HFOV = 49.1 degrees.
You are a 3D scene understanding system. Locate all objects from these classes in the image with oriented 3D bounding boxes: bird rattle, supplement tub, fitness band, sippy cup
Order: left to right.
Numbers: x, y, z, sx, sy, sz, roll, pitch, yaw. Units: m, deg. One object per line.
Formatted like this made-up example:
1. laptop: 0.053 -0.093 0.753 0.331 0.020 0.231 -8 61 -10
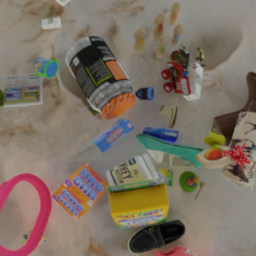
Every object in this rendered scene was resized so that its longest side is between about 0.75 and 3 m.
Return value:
1. fitness band: -3.637 2.911 9.436 0.536 2.056 2.863 -22 36 29
2. sippy cup: -3.509 -2.579 11.809 0.752 1.026 0.806 24 110 17
3. supplement tub: -1.045 -1.942 11.095 1.837 1.837 2.998 -29 76 -8
4. supplement tub: 0.166 1.776 10.234 1.662 1.205 1.205 -28 76 -2
5. bird rattle: 3.159 0.974 9.573 1.408 0.973 1.727 -29 33 -13

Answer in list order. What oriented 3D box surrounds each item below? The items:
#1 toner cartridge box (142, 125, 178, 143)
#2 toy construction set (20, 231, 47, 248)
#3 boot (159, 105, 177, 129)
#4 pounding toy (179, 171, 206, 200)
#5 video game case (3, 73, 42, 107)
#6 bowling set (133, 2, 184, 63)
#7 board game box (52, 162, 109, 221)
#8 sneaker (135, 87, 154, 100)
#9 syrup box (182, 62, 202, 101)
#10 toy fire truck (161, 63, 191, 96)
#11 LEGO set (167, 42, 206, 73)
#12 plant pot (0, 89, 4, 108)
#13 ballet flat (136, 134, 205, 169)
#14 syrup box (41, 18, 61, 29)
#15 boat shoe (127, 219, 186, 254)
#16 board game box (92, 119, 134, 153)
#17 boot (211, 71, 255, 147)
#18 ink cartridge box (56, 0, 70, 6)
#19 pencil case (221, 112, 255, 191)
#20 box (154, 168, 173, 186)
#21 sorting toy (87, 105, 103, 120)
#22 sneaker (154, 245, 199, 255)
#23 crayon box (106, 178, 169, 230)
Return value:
1. toner cartridge box: 1.251 0.245 11.103 1.374 0.653 0.297 11 69 2
2. toy construction set: -3.486 4.101 10.189 0.967 0.445 0.634 -24 76 -18
3. boot: 1.562 -0.455 11.258 0.700 0.326 0.905 11 89 25
4. pounding toy: 2.466 2.082 10.522 1.055 0.490 0.814 41 65 -6
5. video game case: -4.442 -1.606 11.842 1.560 0.172 1.420 -5 73 -4
6. bowling set: 1.731 -3.852 11.801 1.945 1.500 2.795 43 79 11
7. board game box: -1.665 2.236 9.869 1.231 1.231 1.232 44 41 2
8. sneaker: 0.680 -1.362 11.081 0.616 1.581 0.554 2 94 10
9. syrup box: 2.683 -1.927 11.655 0.582 0.563 1.429 -6 70 39
10. toy fire truck: 1.991 -1.966 11.218 0.741 1.110 1.322 -30 119 -32
11. LEGO set: 2.408 -2.735 11.235 0.574 1.316 2.026 -22 34 -27
12. plant pot: -5.671 -1.196 11.491 0.828 0.872 0.872 -9 74 10
13. ballet flat: 1.574 0.979 10.786 2.793 0.940 0.983 14 83 4
14. syrup box: -3.479 -4.724 12.650 0.806 0.328 0.317 -7 75 -2
15. boat shoe: 1.044 3.902 10.085 2.256 0.702 0.842 -18 77 -4
16. board game box: -0.605 0.248 10.354 1.413 1.858 0.418 -39 98 -8
17. boot: 4.392 -0.760 11.307 2.658 0.854 2.477 -22 79 -2
18. ink cartridge box: -3.130 -6.305 13.143 0.998 0.250 0.803 42 78 9
19. pencil case: 4.360 0.794 10.242 1.261 1.097 2.819 14 80 42
20. box: 1.202 1.902 10.868 1.073 0.259 0.629 7 76 1
21. sorting toy: -1.294 -0.742 11.670 0.560 0.101 0.751 -41 78 -10
22. sneaker: 2.066 4.629 9.773 2.463 0.908 1.068 -7 74 -2
23. crayon box: 0.370 2.606 9.248 1.786 2.841 0.733 -9 58 0
